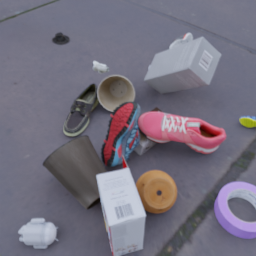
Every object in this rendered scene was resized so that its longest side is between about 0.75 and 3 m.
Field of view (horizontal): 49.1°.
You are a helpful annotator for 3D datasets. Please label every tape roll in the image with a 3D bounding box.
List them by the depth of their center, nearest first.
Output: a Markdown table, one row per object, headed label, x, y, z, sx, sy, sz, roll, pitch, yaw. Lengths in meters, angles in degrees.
| label | x | y | z | sx | sy | sz | roll | pitch | yaw |
| --- | --- | --- | --- | --- | --- | --- | --- | --- | --- |
| tape roll | 3.315 | 2.346 | 8.085 | 1.529 | 0.502 | 1.529 | -1 | 47 | 1 |

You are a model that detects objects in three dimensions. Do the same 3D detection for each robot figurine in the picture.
| label | x | y | z | sx | sy | sz | roll | pitch | yaw |
| --- | --- | --- | --- | --- | --- | --- | --- | --- | --- |
| robot figurine | -2.375 | 2.825 | 7.486 | 1.028 | 0.872 | 0.580 | 0 | 14 | 6 |

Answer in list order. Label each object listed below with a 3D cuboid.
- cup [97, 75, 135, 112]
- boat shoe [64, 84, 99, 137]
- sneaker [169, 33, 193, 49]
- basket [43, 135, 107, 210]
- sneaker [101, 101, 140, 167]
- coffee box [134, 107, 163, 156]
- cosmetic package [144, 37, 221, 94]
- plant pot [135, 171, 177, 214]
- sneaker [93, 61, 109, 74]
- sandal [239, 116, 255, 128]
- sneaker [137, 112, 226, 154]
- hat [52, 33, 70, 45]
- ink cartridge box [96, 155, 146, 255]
| label | x | y | z | sx | sy | sz | roll | pitch | yaw |
| --- | --- | --- | --- | --- | --- | --- | --- | --- | --- |
| cup | -0.424 | -1.451 | 11.082 | 1.433 | 1.433 | 1.025 | 4 | 21 | 3 |
| boat shoe | -1.804 | -0.765 | 10.702 | 0.911 | 0.806 | 2.488 | 11 | 49 | 10 |
| sneaker | 2.552 | -4.231 | 14.145 | 1.678 | 0.646 | 0.687 | -36 | 31 | -30 |
| basket | -1.316 | 1.361 | 8.284 | 1.627 | 1.227 | 1.804 | -32 | 73 | -28 |
| sneaker | -0.080 | 0.172 | 8.820 | 1.081 | 2.262 | 0.897 | 0 | 34 | -42 |
| coffee box | 0.722 | 0.097 | 9.964 | 1.646 | 0.656 | 0.941 | -36 | 65 | -28 |
| cosmetic package | 1.960 | -2.273 | 10.694 | 1.208 | 2.679 | 1.431 | 32 | 75 | -25 |
| plant pot | 0.822 | 1.811 | 7.910 | 1.238 | 0.867 | 1.238 | 0 | 79 | -1 |
| sneaker | -1.066 | -2.350 | 10.865 | 0.422 | 0.391 | 1.041 | 2 | 2 | 17 |
| sandal | 4.707 | -0.255 | 10.446 | 1.039 | 0.413 | 0.452 | 9 | 36 | 19 |
| sneaker | 1.751 | -0.039 | 9.012 | 2.912 | 1.263 | 1.073 | 14 | 69 | -5 |
| hat | -3.536 | -4.749 | 14.633 | 0.945 | 0.381 | 0.945 | 0 | 47 | 0 |
| ink cartridge box | -0.248 | 2.046 | 7.296 | 0.864 | 2.060 | 1.809 | -12 | 48 | -10 |
